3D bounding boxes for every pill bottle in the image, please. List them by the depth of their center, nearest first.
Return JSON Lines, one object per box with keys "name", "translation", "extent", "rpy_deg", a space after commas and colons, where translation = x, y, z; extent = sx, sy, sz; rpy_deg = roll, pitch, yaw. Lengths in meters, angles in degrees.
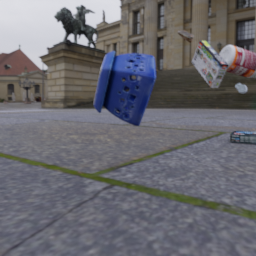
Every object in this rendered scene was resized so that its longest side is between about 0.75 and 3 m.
{"name": "pill bottle", "translation": [4.805, -2.687, 11.649], "extent": [1.910, 1.046, 1.046], "rpy_deg": [12, 3, -15]}

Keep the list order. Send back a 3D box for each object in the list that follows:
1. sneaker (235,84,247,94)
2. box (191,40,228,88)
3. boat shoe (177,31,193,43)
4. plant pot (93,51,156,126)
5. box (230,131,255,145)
{"name": "sneaker", "translation": [5.283, -1.759, 12.918], "extent": [0.388, 0.376, 1.063], "rpy_deg": [-40, 16, 20]}
{"name": "box", "translation": [3.002, -2.399, 10.457], "extent": [0.311, 0.986, 1.793], "rpy_deg": [-1, 44, -18]}
{"name": "boat shoe", "translation": [2.167, -3.499, 10.731], "extent": [0.317, 0.301, 0.838], "rpy_deg": [-18, 42, -19]}
{"name": "plant pot", "translation": [-0.127, -1.167, 7.618], "extent": [1.381, 1.536, 1.536], "rpy_deg": [13, 34, -5]}
{"name": "box", "translation": [6.240, 0.482, 13.993], "extent": [2.002, 0.460, 1.591], "rpy_deg": [4, 8, 30]}
